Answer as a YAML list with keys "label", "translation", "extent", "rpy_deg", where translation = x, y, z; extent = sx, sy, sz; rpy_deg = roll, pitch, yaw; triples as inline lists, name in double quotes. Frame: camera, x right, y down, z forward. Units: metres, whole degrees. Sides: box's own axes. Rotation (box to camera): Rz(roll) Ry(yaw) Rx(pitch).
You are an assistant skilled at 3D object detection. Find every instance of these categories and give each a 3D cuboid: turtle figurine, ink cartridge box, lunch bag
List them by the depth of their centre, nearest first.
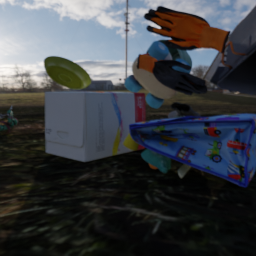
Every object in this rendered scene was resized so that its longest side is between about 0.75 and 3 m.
- label: "lunch bag"
  translation: [1.536, 0.248, 6.653]
  extent: [2.850, 1.341, 2.146]
  rpy_deg: [7, 8, 29]
- label: "ink cartridge box"
  translation: [-0.970, -0.168, 8.575]
  extent: [1.877, 1.868, 2.583]
  rpy_deg: [6, 9, 39]
- label: "turtle figurine"
  translation: [-5.580, -0.213, 12.431]
  extent: [1.558, 1.047, 2.080]
  rpy_deg: [-22, 12, 30]

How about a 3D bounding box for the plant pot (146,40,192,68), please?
- label: "plant pot"
  translation: [2.122, -3.058, 13.691]
  extent: [1.581, 2.360, 2.360]
  rpy_deg: [-13, 14, -42]

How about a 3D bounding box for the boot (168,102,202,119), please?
- label: "boot"
  translation: [2.994, -0.948, 16.266]
  extent: [1.707, 0.905, 2.593]
  rpy_deg: [33, -16, -35]

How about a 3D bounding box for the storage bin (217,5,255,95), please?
- label: "storage bin"
  translation: [3.196, -2.036, 6.821]
  extent: [1.723, 1.590, 2.368]
  rpy_deg: [10, -17, -6]

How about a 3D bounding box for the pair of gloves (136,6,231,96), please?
- label: "pair of gloves"
  translation: [1.150, -1.714, 6.620]
  extent: [1.973, 0.274, 2.214]
  rpy_deg: [25, -32, 12]

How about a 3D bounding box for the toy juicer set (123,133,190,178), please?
- label: "toy juicer set"
  translation: [0.827, 0.760, 6.841]
  extent: [1.201, 0.514, 1.887]
  rpy_deg: [6, 23, -49]

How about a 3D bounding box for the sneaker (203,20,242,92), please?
- label: "sneaker"
  translation: [4.205, -2.613, 10.693]
  extent: [1.554, 2.864, 1.004]
  rpy_deg: [35, 50, 10]

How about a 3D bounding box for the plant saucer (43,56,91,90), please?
- label: "plant saucer"
  translation: [-2.184, -1.842, 9.854]
  extent: [1.777, 0.276, 1.777]
  rpy_deg: [17, -22, 7]

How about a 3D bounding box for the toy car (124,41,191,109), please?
- label: "toy car"
  translation: [1.257, -2.267, 10.568]
  extent: [1.926, 2.007, 2.177]
  rpy_deg: [36, 41, -5]

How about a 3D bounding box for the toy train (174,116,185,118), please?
- label: "toy train"
  translation: [3.049, -0.295, 15.357]
  extent: [0.835, 0.624, 1.465]
  rpy_deg: [12, 0, -18]
